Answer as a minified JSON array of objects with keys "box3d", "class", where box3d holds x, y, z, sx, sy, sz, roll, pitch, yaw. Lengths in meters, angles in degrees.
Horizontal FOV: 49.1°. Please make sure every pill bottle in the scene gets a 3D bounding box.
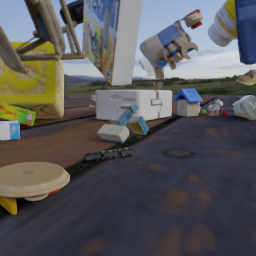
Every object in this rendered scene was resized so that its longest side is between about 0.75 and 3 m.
[{"box3d":[3.356,-3.425,8.428,1.118,1.118,1.989,-5,-24,-30],"class":"pill bottle"}]

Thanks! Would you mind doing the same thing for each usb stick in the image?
[{"box3d":[-1.253,-4.287,9.945,2.897,0.803,0.472,-3,35,34],"class":"usb stick"}]

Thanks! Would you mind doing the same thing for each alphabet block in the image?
[{"box3d":[-3.409,-1.559,9.804,2.122,2.133,2.172,-3,-10,-8],"class":"alphabet block"}]

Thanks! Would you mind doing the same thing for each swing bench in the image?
[{"box3d":[-2.267,-2.402,6.113,2.114,1.372,2.103,-17,-29,-3],"class":"swing bench"}]

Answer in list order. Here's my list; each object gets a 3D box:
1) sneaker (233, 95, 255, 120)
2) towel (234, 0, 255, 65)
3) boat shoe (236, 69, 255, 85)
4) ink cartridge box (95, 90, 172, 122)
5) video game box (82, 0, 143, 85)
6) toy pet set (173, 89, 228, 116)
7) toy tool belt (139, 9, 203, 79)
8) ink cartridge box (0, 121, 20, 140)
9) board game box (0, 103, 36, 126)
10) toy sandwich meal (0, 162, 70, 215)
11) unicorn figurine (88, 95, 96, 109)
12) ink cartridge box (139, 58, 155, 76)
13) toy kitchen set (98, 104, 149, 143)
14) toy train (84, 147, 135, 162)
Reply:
[{"box3d":[4.501,-0.720,10.783,1.004,0.881,2.505,-1,-1,33],"class":"sneaker"},{"box3d":[2.736,-2.270,5.641,1.058,1.894,0.460,-5,7,19],"class":"towel"},{"box3d":[3.063,-1.286,6.906,0.991,0.329,0.367,-15,39,-31],"class":"boat shoe"},{"box3d":[0.273,-0.899,10.657,1.898,1.096,2.600,6,10,34],"class":"ink cartridge box"},{"box3d":[-0.511,-2.913,7.196,0.663,2.831,2.580,-6,34,-22],"class":"video game box"},{"box3d":[3.005,-1.167,12.424,2.003,1.139,2.145,-4,9,-29],"class":"toy pet set"},{"box3d":[1.925,-3.182,11.087,2.782,1.709,1.737,-24,13,33],"class":"toy tool belt"},{"box3d":[-3.004,0.072,6.496,0.891,0.383,0.653,-2,8,-23],"class":"ink cartridge box"},{"box3d":[-3.655,-0.485,8.149,1.724,0.411,0.876,17,-5,-26],"class":"board game box"},{"box3d":[-1.082,0.624,3.008,0.945,0.324,0.945,2,11,0],"class":"toy sandwich meal"},{"box3d":[-0.962,-1.164,13.666,1.859,0.999,2.706,9,21,-9],"class":"unicorn figurine"},{"box3d":[1.094,-2.911,13.341,0.805,1.005,0.238,-20,-18,-15],"class":"ink cartridge box"},{"box3d":[0.039,0.079,6.617,0.682,0.928,1.158,7,47,41],"class":"toy kitchen set"},{"box3d":[-0.301,0.448,4.720,0.935,0.160,0.214,-5,-2,-28],"class":"toy train"}]
